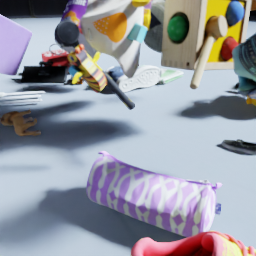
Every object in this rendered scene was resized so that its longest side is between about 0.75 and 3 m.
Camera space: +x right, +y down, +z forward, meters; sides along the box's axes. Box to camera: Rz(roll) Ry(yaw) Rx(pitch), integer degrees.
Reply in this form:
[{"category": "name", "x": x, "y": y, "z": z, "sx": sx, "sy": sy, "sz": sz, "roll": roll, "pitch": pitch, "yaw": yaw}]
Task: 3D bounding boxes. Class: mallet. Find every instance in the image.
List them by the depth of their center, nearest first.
[{"category": "mallet", "x": -0.650, "y": -1.204, "z": 5.664, "sx": 0.449, "sy": 2.184, "sz": 0.719, "roll": -45, "pitch": 28, "yaw": -4}]

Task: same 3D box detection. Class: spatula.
[{"category": "spatula", "x": -4.336, "y": -1.057, "z": 10.362, "sx": 2.356, "sy": 0.189, "sz": 1.638, "roll": -5, "pitch": 22, "yaw": -11}]

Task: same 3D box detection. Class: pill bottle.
[{"category": "pill bottle", "x": -1.087, "y": -3.353, "z": 8.107, "sx": 1.358, "sy": 2.438, "sz": 1.358, "roll": 17, "pitch": -10, "yaw": 3}]

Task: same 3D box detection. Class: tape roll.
[{"category": "tape roll", "x": -3.415, "y": -2.095, "z": 5.855, "sx": 2.511, "sy": 1.067, "sz": 2.511, "roll": 25, "pitch": 7, "yaw": -3}]

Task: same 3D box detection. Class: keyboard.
[{"category": "keyboard", "x": -3.740, "y": -2.513, "z": 12.621, "sx": 1.993, "sy": 0.256, "sz": 1.197, "roll": 1, "pitch": 66, "yaw": 1}]

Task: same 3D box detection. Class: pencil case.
[{"category": "pencil case", "x": 0.404, "y": 1.156, "z": 4.965, "sx": 2.348, "sy": 1.004, "sz": 0.986, "roll": 11, "pitch": 7, "yaw": 23}]

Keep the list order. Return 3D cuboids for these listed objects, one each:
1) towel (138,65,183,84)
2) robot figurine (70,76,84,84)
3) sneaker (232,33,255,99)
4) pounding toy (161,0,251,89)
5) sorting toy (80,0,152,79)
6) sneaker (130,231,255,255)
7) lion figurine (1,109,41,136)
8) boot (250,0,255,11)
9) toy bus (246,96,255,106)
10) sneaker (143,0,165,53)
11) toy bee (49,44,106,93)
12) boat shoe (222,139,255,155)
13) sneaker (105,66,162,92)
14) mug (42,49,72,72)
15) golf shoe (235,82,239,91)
[{"category": "towel", "x": 1.158, "y": -2.539, "z": 13.134, "sx": 2.326, "sy": 0.272, "sz": 1.774, "roll": 21, "pitch": 34, "yaw": 35}, {"category": "robot figurine", "x": -2.148, "y": -2.174, "z": 12.374, "sx": 0.754, "sy": 0.303, "sz": 1.040, "roll": 0, "pitch": 26, "yaw": -1}, {"category": "sneaker", "x": 2.402, "y": -0.911, "z": 4.541, "sx": 1.197, "sy": 1.076, "sz": 2.773, "roll": -16, "pitch": -20, "yaw": 30}, {"category": "pounding toy", "x": 1.855, "y": -2.174, "z": 6.736, "sx": 2.325, "sy": 2.140, "sz": 1.653, "roll": -10, "pitch": 21, "yaw": -34}, {"category": "sorting toy", "x": -0.036, "y": -2.404, "z": 6.418, "sx": 1.338, "sy": 2.255, "sz": 2.505, "roll": -1, "pitch": 58, "yaw": 8}, {"category": "sneaker", "x": 1.268, "y": 1.772, "z": 3.164, "sx": 2.817, "sy": 1.272, "sz": 1.101, "roll": -5, "pitch": 24, "yaw": 8}, {"category": "lion figurine", "x": -3.114, "y": -0.108, "z": 8.081, "sx": 0.853, "sy": 0.505, "sz": 1.393, "roll": -19, "pitch": 35, "yaw": -28}, {"category": "boot", "x": 4.255, "y": -4.417, "z": 9.088, "sx": 1.214, "sy": 0.942, "sz": 0.465, "roll": -11, "pitch": 44, "yaw": 27}, {"category": "toy bus", "x": 4.839, "y": -1.789, "z": 9.531, "sx": 1.574, "sy": 2.320, "sz": 2.227, "roll": -11, "pitch": 22, "yaw": -11}, {"category": "sneaker", "x": 1.300, "y": -3.534, "z": 8.597, "sx": 0.964, "sy": 1.832, "sz": 2.536, "roll": 31, "pitch": -11, "yaw": 5}, {"category": "toy bee", "x": -0.683, "y": -0.907, "z": 3.986, "sx": 0.945, "sy": 0.619, "sz": 0.514, "roll": 22, "pitch": -22, "yaw": -18}, {"category": "boat shoe", "x": 2.922, "y": 0.429, "z": 7.256, "sx": 0.940, "sy": 0.266, "sz": 0.322, "roll": 15, "pitch": 31, "yaw": 28}, {"category": "sneaker", "x": 0.061, "y": -2.303, "z": 11.888, "sx": 2.301, "sy": 0.927, "sz": 1.685, "roll": -22, "pitch": 39, "yaw": -26}, {"category": "mug", "x": -3.106, "y": -3.313, "z": 13.351, "sx": 1.880, "sy": 1.669, "sz": 1.255, "roll": -9, "pitch": 72, "yaw": -9}, {"category": "golf shoe", "x": 4.852, "y": -1.539, "z": 11.092, "sx": 1.157, "sy": 0.450, "sz": 0.546, "roll": 22, "pitch": 17, "yaw": 34}]
